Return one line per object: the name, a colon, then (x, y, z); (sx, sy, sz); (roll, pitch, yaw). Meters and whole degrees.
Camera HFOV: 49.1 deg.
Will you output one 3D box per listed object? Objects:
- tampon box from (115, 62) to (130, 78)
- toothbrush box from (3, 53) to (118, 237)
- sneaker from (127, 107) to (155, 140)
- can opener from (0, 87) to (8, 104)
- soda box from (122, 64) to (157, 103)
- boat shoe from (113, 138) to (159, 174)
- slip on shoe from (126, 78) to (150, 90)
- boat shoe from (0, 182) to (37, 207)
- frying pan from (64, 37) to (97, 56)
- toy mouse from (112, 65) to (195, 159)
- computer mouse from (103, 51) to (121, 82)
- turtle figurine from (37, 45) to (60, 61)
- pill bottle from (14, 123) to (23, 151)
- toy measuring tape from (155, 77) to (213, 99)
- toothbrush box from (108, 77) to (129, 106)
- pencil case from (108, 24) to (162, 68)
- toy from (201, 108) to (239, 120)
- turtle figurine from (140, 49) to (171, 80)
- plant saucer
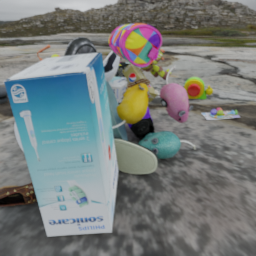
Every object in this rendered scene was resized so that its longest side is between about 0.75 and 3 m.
tampon box: (-0.582, -3.327, 16.260); (0.999, 0.842, 1.334); (17, 28, 35)
toothbrush box: (-0.950, 0.200, 5.133); (1.186, 2.781, 2.036); (-4, 21, 3)
sneaker: (0.366, -0.160, 8.592); (0.805, 1.152, 2.316); (-29, -1, 9)
can opener: (-5.795, -0.879, 10.810); (0.919, 0.733, 2.749); (42, 38, 19)
soda box: (0.451, -1.779, 11.121); (0.563, 0.532, 1.661); (5, 48, -52)
boat shoe: (-0.260, 0.538, 6.958); (2.297, 0.825, 0.777); (10, 23, 29)
slip on shoe: (0.364, -1.569, 10.418); (0.964, 0.366, 0.292); (-21, -13, -19)
boat shoe: (-2.018, 1.339, 5.565); (1.215, 0.428, 0.427); (-11, 18, -5)
frying pan: (-1.983, -2.139, 10.510); (0.436, 2.680, 1.621); (21, -13, 35)
toy mouse: (1.020, -0.193, 7.242); (2.939, 2.612, 0.569); (-56, 18, -21)
computer mouse: (-0.607, -2.397, 10.552); (1.616, 0.647, 2.948); (-35, 20, 50)
turtle figurine: (-2.119, -1.556, 9.146); (2.464, 1.987, 0.794); (16, 41, 32)
pill bottle: (-1.779, -0.079, 7.749); (1.362, 1.362, 2.353); (18, 28, 36)
toy measuring tape: (2.453, -1.829, 12.568); (2.640, 0.971, 0.971); (6, 23, 14)
toothbrush box: (-1.126, -1.519, 11.651); (2.361, 1.007, 1.729); (6, 22, 16)
pencil case: (0.126, -2.056, 6.853); (0.990, 0.990, 2.240); (-3, 20, -8)
toy: (3.401, -0.558, 10.301); (1.228, 0.290, 0.707); (-1, 22, -3)
turtle figurine: (0.899, -2.485, 11.021); (1.783, 0.712, 2.211); (25, -14, -41)
plant saucer: (-0.448, -0.363, 7.643); (0.349, 1.814, 1.814); (-17, 22, 7)
